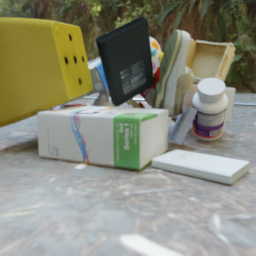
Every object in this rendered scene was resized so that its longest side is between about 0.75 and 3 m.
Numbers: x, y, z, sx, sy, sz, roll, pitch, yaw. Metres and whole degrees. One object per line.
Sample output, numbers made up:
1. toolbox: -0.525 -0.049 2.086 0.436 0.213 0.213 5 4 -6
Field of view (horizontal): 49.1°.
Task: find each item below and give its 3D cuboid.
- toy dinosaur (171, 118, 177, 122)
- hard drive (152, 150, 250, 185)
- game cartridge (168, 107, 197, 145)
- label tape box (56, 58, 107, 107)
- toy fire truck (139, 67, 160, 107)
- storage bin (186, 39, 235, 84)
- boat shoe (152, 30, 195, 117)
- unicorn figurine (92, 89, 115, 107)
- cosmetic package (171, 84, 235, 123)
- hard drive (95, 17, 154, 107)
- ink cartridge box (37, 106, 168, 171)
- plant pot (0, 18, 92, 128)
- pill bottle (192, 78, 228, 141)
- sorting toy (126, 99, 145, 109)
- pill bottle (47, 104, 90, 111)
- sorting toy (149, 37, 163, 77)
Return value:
1. toy dinosaur: 2.839 -0.539 11.590 2.638 0.797 1.401 -26 8 -23
2. hard drive: 1.612 0.825 6.288 1.813 0.238 1.196 8 12 39
3. game cartridge: 1.576 -0.067 8.168 0.316 1.066 1.644 29 3 1
4. label tape box: -1.987 -1.751 10.732 2.936 0.929 2.117 -16 23 20
5. toy fire truck: 0.644 -1.702 9.788 1.110 1.662 1.979 -44 -3 -23
6. storage bin: 2.517 -2.139 9.091 1.420 1.410 0.666 22 0 40
7. boat shoe: 1.315 -1.377 7.608 0.896 2.620 0.979 7 47 -4
8. unicorn figurine: -0.988 -0.852 11.271 0.902 1.678 2.444 23 4 1
9. cosmetic package: 2.536 -0.974 10.509 2.546 1.291 0.907 6 8 -3
10. hard drive: 0.007 -1.683 7.394 1.417 2.030 0.334 -32 50 -18
11. ink cartridge box: -0.616 0.117 7.474 2.903 1.219 2.102 4 11 24
12. plant pot: -2.721 -1.770 8.249 2.600 2.947 2.948 -7 13 15
13. pill bottle: 2.523 -0.567 8.714 1.039 1.865 1.039 -5 46 6
14. sorting toy: 0.368 -0.591 9.423 0.317 1.765 2.369 -38 28 1
15. pill bottle: -2.405 -0.468 11.609 1.800 1.011 1.011 -7 12 -37
16. sorting toy: 0.346 -1.959 8.234 0.737 1.379 1.242 40 25 25
